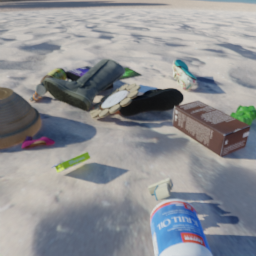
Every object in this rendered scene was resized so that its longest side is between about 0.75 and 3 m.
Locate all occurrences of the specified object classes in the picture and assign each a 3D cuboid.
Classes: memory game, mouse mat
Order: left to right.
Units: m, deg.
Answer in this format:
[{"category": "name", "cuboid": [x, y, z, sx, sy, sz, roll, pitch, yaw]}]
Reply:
[{"category": "memory game", "cuboid": [-0.515, -1.081, 10.986, 2.279, 0.145, 2.279, -26, 25, 13]}, {"category": "mouse mat", "cuboid": [-0.491, -3.005, 15.591, 2.057, 0.077, 1.655, -17, 33, -27]}]

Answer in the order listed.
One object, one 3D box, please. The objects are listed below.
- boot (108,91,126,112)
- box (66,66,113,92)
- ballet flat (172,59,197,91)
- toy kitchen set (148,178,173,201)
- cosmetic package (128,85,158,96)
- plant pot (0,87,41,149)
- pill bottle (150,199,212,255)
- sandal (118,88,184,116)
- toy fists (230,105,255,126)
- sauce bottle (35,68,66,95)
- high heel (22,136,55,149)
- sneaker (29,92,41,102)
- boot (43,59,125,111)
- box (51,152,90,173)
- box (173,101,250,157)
[{"category": "boot", "cuboid": [-0.540, -1.096, 11.693, 1.126, 0.556, 1.450, -25, 48, -39]}, {"category": "box", "cuboid": [-1.890, -2.371, 13.721, 1.404, 0.785, 1.990, -23, 36, -40]}, {"category": "ballet flat", "cuboid": [2.657, -2.664, 14.068, 1.022, 0.864, 2.703, 21, 28, -15]}, {"category": "toy kitchen set", "cuboid": [0.841, 1.757, 6.598, 0.600, 0.816, 1.019, -24, -3, 14]}, {"category": "cosmetic package", "cuboid": [0.675, -1.674, 12.842, 1.117, 0.289, 0.842, 17, 32, 37]}, {"category": "plant pot", "cuboid": [-4.651, -0.544, 9.789, 2.950, 1.362, 2.950, -1, 28, 1]}, {"category": "pill bottle", "cuboid": [0.967, 2.217, 5.047, 0.992, 0.992, 1.768, -1, 26, -3]}, {"category": "sandal", "cuboid": [0.905, -1.158, 11.125, 2.756, 1.036, 0.660, -9, 45, -15]}, {"category": "toy fists", "cuboid": [4.382, -0.476, 10.548, 0.746, 0.503, 1.463, 21, 34, 32]}, {"category": "sauce bottle", "cuboid": [-3.636, -2.177, 13.272, 0.806, 0.806, 2.490, 3, 28, 6]}, {"category": "high heel", "cuboid": [-2.886, 0.543, 9.012, 0.988, 0.333, 0.475, 4, 52, 5]}, {"category": "sneaker", "cuboid": [-4.127, -1.386, 12.413, 0.323, 0.327, 0.835, -29, 15, 11]}, {"category": "boot", "cuboid": [-1.856, -2.177, 12.154, 2.571, 1.026, 2.828, 28, 60, 10]}, {"category": "box", "cuboid": [-1.587, 0.975, 7.762, 0.958, 0.228, 0.584, -21, -6, -36]}, {"category": "box", "cuboid": [2.705, -0.066, 9.437, 1.182, 0.884, 2.360, -15, 31, -26]}]
